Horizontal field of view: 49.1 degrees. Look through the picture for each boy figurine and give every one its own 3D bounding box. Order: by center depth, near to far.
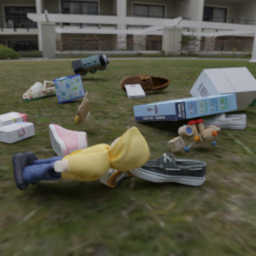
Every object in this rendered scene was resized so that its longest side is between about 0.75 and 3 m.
[{"bbox_3d":[-0.888,0.613,5.398,2.559,0.825,1.591,-14,-2,9],"label":"boy figurine"}]

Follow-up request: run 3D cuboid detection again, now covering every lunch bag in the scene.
[{"bbox_3d":[-2.888,-1.941,13.763,1.330,1.131,0.848,-14,18,-6],"label":"lunch bag"}]

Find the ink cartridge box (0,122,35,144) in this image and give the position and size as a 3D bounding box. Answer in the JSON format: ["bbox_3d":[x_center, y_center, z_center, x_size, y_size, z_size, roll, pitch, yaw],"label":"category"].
[{"bbox_3d":[-3.511,0.132,8.704,0.672,0.393,0.930,7,18,32],"label":"ink cartridge box"}]

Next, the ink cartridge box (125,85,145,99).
[{"bbox_3d":[0.343,-1.934,14.995,0.866,0.269,1.076,-5,37,-14],"label":"ink cartridge box"}]

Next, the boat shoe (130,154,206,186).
[{"bbox_3d":[0.856,0.800,5.914,1.622,0.575,0.585,7,17,-8],"label":"boat shoe"}]

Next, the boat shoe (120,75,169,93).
[{"bbox_3d":[0.989,-2.544,15.799,2.902,1.045,0.980,-5,-5,-21],"label":"boat shoe"}]

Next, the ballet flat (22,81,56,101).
[{"bbox_3d":[-4.583,-2.081,15.084,0.975,0.824,2.579,12,22,31],"label":"ballet flat"}]

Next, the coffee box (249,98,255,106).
[{"bbox_3d":[4.998,-1.359,13.446,1.888,0.415,1.161,-1,18,0],"label":"coffee box"}]

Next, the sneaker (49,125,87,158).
[{"bbox_3d":[-1.628,0.333,7.725,0.861,0.620,1.647,-11,26,-25],"label":"sneaker"}]

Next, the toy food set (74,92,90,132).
[{"bbox_3d":[-1.500,-0.533,9.013,0.262,1.306,0.901,15,60,4],"label":"toy food set"}]

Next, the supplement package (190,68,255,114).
[{"bbox_3d":[4.044,-1.541,11.650,2.322,1.362,1.357,-7,56,-24],"label":"supplement package"}]

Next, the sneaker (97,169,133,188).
[{"bbox_3d":[-0.197,0.881,6.241,0.534,0.456,1.212,12,20,35],"label":"sneaker"}]

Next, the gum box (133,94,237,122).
[{"bbox_3d":[2.000,-0.721,10.086,2.798,0.623,2.377,-11,7,-30],"label":"gum box"}]

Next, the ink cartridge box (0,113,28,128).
[{"bbox_3d":[-4.201,-0.171,9.640,0.736,0.426,1.263,9,19,26],"label":"ink cartridge box"}]

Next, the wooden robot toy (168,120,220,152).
[{"bbox_3d":[1.997,0.143,7.568,1.810,0.797,0.821,-10,-7,-25],"label":"wooden robot toy"}]

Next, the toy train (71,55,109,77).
[{"bbox_3d":[-2.909,-4.806,21.397,2.981,1.270,1.699,-14,0,5],"label":"toy train"}]

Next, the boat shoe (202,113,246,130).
[{"bbox_3d":[3.254,-0.276,9.772,1.631,0.545,0.600,1,17,2],"label":"boat shoe"}]
